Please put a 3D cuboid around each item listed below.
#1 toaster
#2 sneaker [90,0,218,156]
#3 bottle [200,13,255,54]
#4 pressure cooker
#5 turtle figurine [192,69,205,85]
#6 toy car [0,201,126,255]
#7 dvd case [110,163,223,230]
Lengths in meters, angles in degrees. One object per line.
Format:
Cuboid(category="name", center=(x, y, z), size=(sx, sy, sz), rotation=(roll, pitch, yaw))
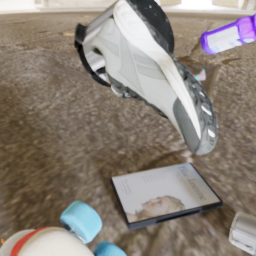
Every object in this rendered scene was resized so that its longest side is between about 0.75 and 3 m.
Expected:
Cuboid(category="toaster", center=(2.450, 2.112, 5.755), size=(0.571, 0.502, 0.884), rotation=(16, 34, 30))
Cuboid(category="sneaker", center=(0.328, -0.693, 4.183), size=(1.029, 1.104, 2.785), rotation=(22, 32, -56))
Cuboid(category="bottle", center=(3.467, -2.969, 8.685), size=(2.316, 0.756, 0.967), rotation=(-10, 2, 41))
Cuboid(category="pressure cooker", center=(-0.194, -2.489, 8.638), size=(2.655, 2.335, 2.371), rotation=(-14, 20, 45))
Cuboid(category="turtle figurine", center=(2.283, -2.177, 12.870), size=(2.266, 1.141, 1.697), rotation=(-1, -11, -6))
Cuboid(category="toy car", center=(-1.434, 2.376, 4.636), size=(2.042, 1.806, 1.882), rotation=(-11, 27, 46))
Cuboid(category="dvd case", center=(0.884, 1.594, 6.976), size=(2.356, 0.207, 1.681), rotation=(-8, 30, -15))
